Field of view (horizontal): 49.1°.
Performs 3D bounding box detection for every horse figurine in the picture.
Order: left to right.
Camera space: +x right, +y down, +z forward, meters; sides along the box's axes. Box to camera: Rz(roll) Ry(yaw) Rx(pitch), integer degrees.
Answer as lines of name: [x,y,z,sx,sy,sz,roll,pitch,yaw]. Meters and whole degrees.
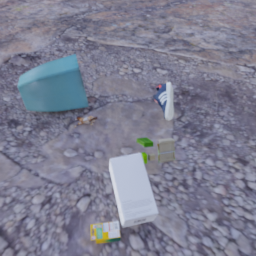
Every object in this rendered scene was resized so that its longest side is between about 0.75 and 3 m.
horse figurine: [-1.752,-0.305,11.779,1.170,0.292,0.775,-10,20,16]

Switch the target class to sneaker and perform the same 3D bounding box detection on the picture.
sneaker: [1.484,-1.087,12.056,0.832,0.738,1.970,-8,49,19]

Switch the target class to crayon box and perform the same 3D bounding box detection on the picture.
crayon box: [-0.644,2.947,7.885,0.814,0.210,0.512,-4,39,-6]

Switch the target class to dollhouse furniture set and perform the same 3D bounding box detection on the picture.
dollhouse furniture set: [0.997,0.785,10.041,1.264,0.828,0.634,-5,13,-20]

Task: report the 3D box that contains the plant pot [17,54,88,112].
plant pot: [-3.337,-1.827,12.456,2.666,1.884,1.883,-14,34,-5]

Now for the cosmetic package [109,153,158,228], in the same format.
cosmetic package: [0.111,1.821,8.343,1.033,0.815,1.920,-8,58,-11]
